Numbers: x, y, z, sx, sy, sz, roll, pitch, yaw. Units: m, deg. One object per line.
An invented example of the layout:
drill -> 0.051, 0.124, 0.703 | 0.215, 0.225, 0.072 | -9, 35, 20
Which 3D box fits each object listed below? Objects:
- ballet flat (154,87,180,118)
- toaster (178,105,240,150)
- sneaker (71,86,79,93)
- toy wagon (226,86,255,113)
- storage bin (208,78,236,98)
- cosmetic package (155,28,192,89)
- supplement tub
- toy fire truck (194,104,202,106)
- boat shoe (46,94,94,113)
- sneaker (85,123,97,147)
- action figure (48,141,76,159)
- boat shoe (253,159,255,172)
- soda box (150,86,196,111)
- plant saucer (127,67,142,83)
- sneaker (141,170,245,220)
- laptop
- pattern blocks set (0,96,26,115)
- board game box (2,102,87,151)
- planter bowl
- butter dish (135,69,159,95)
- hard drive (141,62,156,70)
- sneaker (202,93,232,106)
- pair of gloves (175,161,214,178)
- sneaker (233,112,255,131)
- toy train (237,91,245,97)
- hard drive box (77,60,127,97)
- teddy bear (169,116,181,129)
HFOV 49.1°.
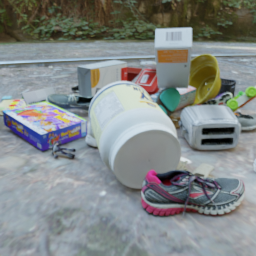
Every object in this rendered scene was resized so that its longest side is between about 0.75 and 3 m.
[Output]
ballet flat -> 1.068, -0.626, 10.098 | 0.988, 0.988, 2.662 | 11, 36, 26
toaster -> 2.681, -0.005, 8.930 | 2.028, 1.152, 1.310 | -1, 26, 1
sneaker -> -2.383, -2.417, 15.403 | 1.652, 0.743, 0.578 | -13, 26, -30
toy wagon -> 4.310, -1.074, 10.638 | 2.338, 0.463, 1.814 | -34, -7, 2
storage bin -> 4.445, -2.035, 14.344 | 1.808, 0.848, 1.222 | 16, 27, 33
cosmetic package -> 1.608, -2.380, 9.991 | 1.202, 2.370, 0.844 | 1, 65, 10
supplement tub -> 0.090, 0.092, 7.358 | 1.938, 1.938, 2.673 | -6, 31, -15
toy fire truck -> 2.516, -0.311, 9.876 | 0.545, 0.972, 0.816 | -3, 21, -33
boat shoe -> -2.187, -1.151, 11.536 | 2.262, 0.699, 0.823 | 9, 50, -15
sneaker -> -0.378, -0.085, 9.408 | 2.313, 0.937, 0.869 | -18, 26, -40
action figure -> -1.955, 0.646, 8.186 | 0.835, 0.543, 0.290 | 12, 7, 12
boat shoe -> 4.358, 0.465, 7.973 | 2.774, 0.950, 0.999 | -18, 28, -37
soda box -> 1.975, -1.245, 12.226 | 2.244, 0.713, 0.767 | -22, 36, -35
plant saucer -> -0.156, -2.890, 15.726 | 1.497, 0.275, 1.494 | -3, -21, -35
sneaker -> 1.431, 1.323, 5.991 | 2.284, 0.853, 0.921 | -3, 22, -9
laptop -> -3.085, -0.917, 11.256 | 0.965, 1.664, 1.558 | -19, 5, 39
pattern blocks set -> -5.075, -0.911, 12.309 | 2.574, 0.237, 2.928 | 0, 23, 1
board game box -> -2.922, -0.165, 9.746 | 2.587, 0.579, 1.740 | 23, 30, 38
planter bowl -> 3.385, -1.935, 12.792 | 1.089, 2.614, 2.614 | 22, 10, -29
butter dish -> 1.231, -2.276, 14.770 | 1.466, 1.087, 1.470 | 16, 68, 40
hard drive -> 1.337, -3.176, 14.332 | 1.206, 0.158, 0.796 | 7, 4, -44
sneaker -> 3.798, -1.090, 11.990 | 1.341, 0.541, 0.559 | -24, 9, 19
pair of gloves -> 1.484, 1.178, 7.212 | 1.225, 0.215, 1.042 | 9, 28, 34
sneaker -> 4.041, -0.261, 9.972 | 1.666, 0.660, 0.616 | -12, 29, -12
toy train -> 5.367, -1.359, 13.337 | 0.512, 0.379, 1.815 | 22, 29, 22
hard drive box -> -1.149, -2.078, 13.110 | 0.905, 1.836, 2.356 | 18, 29, 37
teddy bear -> 1.533, -0.174, 10.407 | 1.254, 0.419, 0.909 | -2, 34, -18
